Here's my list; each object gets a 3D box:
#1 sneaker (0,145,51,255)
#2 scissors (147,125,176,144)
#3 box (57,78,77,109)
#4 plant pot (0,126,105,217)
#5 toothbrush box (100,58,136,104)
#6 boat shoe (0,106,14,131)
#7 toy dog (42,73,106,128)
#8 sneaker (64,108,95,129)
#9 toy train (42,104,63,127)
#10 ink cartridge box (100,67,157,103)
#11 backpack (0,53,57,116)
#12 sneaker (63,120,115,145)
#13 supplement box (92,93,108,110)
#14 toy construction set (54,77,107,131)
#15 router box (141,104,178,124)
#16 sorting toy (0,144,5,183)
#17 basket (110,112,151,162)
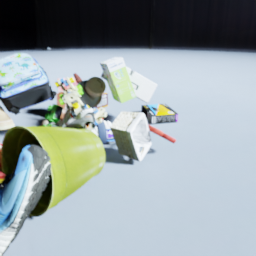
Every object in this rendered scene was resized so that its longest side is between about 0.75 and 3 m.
[{"bbox_3d":[-2.125,1.218,4.604,1.050,2.334,0.915,32,15,-5],"label":"sneaker"},{"bbox_3d":[0.711,-0.010,9.599,1.063,0.202,2.905,26,3,-20],"label":"scissors"},{"bbox_3d":[-2.546,-1.246,12.054,0.865,1.686,0.798,-5,22,-12],"label":"box"},{"bbox_3d":[-1.633,0.808,6.714,1.990,1.990,1.916,16,18,36],"label":"plant pot"},{"bbox_3d":[-0.343,-1.601,9.368,0.595,1.382,1.006,-23,20,-11],"label":"toothbrush box"},{"bbox_3d":[-4.479,-0.527,8.999,2.401,0.780,0.866,22,22,37],"label":"boat shoe"},{"bbox_3d":[-2.054,-0.962,10.010,1.397,1.913,2.900,42,43,2],"label":"toy dog"},{"bbox_3d":[-1.310,-0.110,7.546,1.129,0.448,0.417,-32,-9,37],"label":"sneaker"},{"bbox_3d":[-2.394,0.132,8.522,0.508,1.801,0.376,6,-11,40],"label":"toy train"},{"bbox_3d":[-0.014,-1.799,10.716,1.943,0.819,1.419,27,6,-13],"label":"ink cartridge box"},{"bbox_3d":[-3.590,-1.647,9.292,1.716,1.378,1.876,-26,51,-18],"label":"backpack"},{"bbox_3d":[-1.183,0.225,9.324,1.578,0.868,2.155,-1,14,13],"label":"sneaker"},{"bbox_3d":[-1.885,-1.449,13.939,1.637,0.701,0.903,17,27,37],"label":"supplement box"},{"bbox_3d":[-1.443,-0.615,8.649,0.907,1.969,1.291,-40,40,7],"label":"toy construction set"},{"bbox_3d":[1.336,-0.641,12.259,1.196,0.410,1.604,-5,22,-12],"label":"router box"},{"bbox_3d":[-3.739,0.929,6.683,2.031,0.707,2.019,25,24,-2],"label":"sorting toy"},{"bbox_3d":[0.083,0.232,8.202,0.782,1.268,0.859,11,47,30],"label":"basket"}]
